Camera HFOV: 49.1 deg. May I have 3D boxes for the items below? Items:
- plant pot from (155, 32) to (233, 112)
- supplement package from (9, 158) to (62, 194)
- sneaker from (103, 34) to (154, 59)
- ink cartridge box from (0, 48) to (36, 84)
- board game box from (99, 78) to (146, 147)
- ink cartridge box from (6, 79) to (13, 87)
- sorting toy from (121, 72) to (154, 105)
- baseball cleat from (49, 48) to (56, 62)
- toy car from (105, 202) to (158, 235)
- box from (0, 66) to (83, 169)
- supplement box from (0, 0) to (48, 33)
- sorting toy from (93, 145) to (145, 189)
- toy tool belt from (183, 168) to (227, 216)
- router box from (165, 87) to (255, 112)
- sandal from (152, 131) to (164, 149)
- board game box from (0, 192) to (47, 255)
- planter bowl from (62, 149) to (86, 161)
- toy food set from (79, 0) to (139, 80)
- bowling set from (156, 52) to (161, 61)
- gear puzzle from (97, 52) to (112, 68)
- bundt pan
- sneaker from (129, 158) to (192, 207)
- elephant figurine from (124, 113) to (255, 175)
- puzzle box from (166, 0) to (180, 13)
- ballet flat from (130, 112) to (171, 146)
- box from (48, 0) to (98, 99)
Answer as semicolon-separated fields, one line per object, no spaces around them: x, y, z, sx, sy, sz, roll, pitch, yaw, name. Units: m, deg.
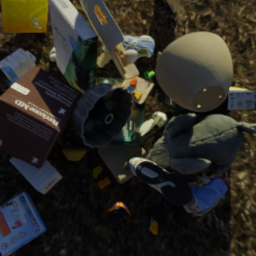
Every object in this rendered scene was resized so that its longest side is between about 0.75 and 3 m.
1.665;-1.088;6.542;1.822;1.822;1.223;-10;52;-4;plant pot
-2.838;1.276;8.687;1.344;0.789;0.786;43;75;14;supplement package
0.030;-2.960;10.308;1.915;0.725;0.738;-3;62;1;sneaker
-3.764;-2.153;9.768;1.111;0.696;0.714;-41;62;-17;ink cartridge box
-0.273;-0.598;9.496;1.683;0.350;2.488;3;63;3;board game box
-3.554;-1.391;9.881;0.909;0.320;1.523;-36;65;-13;ink cartridge box
0.340;-1.524;9.616;0.989;0.197;1.338;25;68;14;sorting toy
-2.401;-2.854;10.477;1.144;0.399;0.609;-15;66;-8;baseball cleat
0.115;2.758;8.440;1.550;0.760;0.516;34;28;-5;toy car
-2.651;-0.343;8.150;1.731;1.713;2.086;30;35;-10;box
-3.638;-4.780;9.676;1.552;2.834;1.542;-7;75;-21;supplement box
-0.357;1.085;8.997;1.835;0.246;1.367;-32;69;-14;sorting toy
2.386;1.810;8.280;1.774;1.090;1.108;-35;84;-11;toy tool belt
2.495;-0.935;8.976;2.366;1.765;0.604;-3;101;-3;router box
0.985;0.327;9.241;0.421;0.281;1.029;12;76;13;sandal
-3.331;2.837;8.320;1.298;0.371;1.326;-31;72;-11;board game box
-1.719;0.860;8.931;0.805;0.805;0.335;0;91;0;planter bowl
-0.411;-2.755;8.422;0.817;2.706;1.942;-30;77;3;toy food set
1.240;-2.299;10.238;0.818;0.439;0.569;38;74;14;bowling set
-0.989;-2.448;10.460;0.473;0.119;0.912;41;79;21;gear puzzle
-0.801;-0.448;8.200;0.762;2.030;2.030;36;73;29;bundt pan
0.869;1.396;7.909;2.004;1.153;0.756;37;86;-19;sneaker
1.635;0.612;7.988;2.914;2.260;2.062;-9;33;-24;elephant figurine
1.626;-5.609;11.147;0.212;1.112;1.671;-21;70;-7;puzzle box
0.825;-0.082;8.813;0.626;0.630;1.842;40;55;17;ballet flat
-1.715;-2.364;8.874;0.525;2.889;2.085;-28;66;-21;box
